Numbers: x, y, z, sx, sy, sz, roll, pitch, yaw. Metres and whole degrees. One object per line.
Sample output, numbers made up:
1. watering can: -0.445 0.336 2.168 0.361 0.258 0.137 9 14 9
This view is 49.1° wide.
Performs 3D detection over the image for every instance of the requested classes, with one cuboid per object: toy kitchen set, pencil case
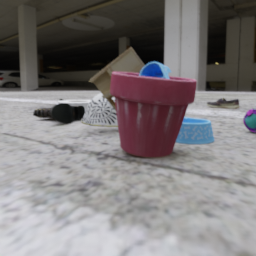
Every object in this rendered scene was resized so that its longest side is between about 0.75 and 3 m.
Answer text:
1. toy kitchen set: -0.025 -1.486 9.722 1.741 1.574 1.930 -37 2 10
2. pencil case: 4.902 -0.342 10.046 1.910 0.883 0.813 -7 -15 -45

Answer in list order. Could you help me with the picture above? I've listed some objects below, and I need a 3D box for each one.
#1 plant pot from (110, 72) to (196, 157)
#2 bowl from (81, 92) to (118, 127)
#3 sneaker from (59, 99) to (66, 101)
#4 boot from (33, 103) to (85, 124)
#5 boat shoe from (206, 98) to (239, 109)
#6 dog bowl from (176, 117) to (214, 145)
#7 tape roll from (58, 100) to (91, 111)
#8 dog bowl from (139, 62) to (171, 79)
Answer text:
1. plant pot: 0.539 -0.357 6.854 2.060 1.844 2.060 4 12 -1
2. bowl: -0.533 -0.967 12.216 2.995 1.406 2.995 1 10 0
3. sneaker: -3.798 -1.400 16.909 0.477 0.715 1.247 5 9 20
4. boot: -3.293 -0.613 12.304 2.124 0.845 2.439 1 2 22
5. boat shoe: 6.203 -1.641 18.328 2.124 0.688 0.764 8 12 39
6. dog bowl: 1.531 0.003 8.854 2.432 0.603 1.356 9 13 44
7. tape roll: -2.617 -1.050 14.708 2.093 0.732 2.093 0 9 0
8. dog bowl: 0.721 -0.986 6.795 0.835 1.498 0.371 -34 -35 23
